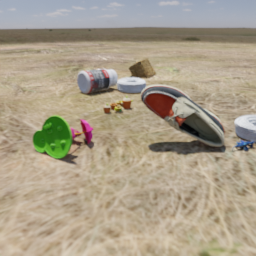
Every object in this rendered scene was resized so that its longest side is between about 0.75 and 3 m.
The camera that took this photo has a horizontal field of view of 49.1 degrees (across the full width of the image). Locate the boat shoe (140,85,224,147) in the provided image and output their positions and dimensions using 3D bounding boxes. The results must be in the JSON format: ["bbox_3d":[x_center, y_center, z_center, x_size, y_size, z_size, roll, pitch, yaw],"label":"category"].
[{"bbox_3d":[1.718,-0.348,8.672,2.961,1.054,0.926,28,35,-12],"label":"boat shoe"}]

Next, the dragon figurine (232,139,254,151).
[{"bbox_3d":[3.594,0.550,8.716,0.873,0.257,0.434,-18,28,-41],"label":"dragon figurine"}]

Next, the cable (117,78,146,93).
[{"bbox_3d":[0.210,-2.397,15.730,1.653,0.572,1.653,17,27,37],"label":"cable"}]

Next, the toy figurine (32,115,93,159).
[{"bbox_3d":[-1.865,0.253,8.823,1.675,1.258,1.542,-16,-4,33],"label":"toy figurine"}]

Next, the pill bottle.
[{"bbox_3d":[-1.672,-2.644,15.523,2.062,1.195,1.195,-18,28,-39],"label":"pill bottle"}]

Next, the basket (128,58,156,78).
[{"bbox_3d":[0.935,-3.972,19.744,1.282,1.338,1.797,-26,8,30],"label":"basket"}]

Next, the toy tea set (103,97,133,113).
[{"bbox_3d":[-0.470,-1.063,12.394,0.881,0.549,1.482,12,25,29],"label":"toy tea set"}]

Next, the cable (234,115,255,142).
[{"bbox_3d":[4.511,0.012,9.696,1.586,0.549,1.586,7,24,18],"label":"cable"}]
